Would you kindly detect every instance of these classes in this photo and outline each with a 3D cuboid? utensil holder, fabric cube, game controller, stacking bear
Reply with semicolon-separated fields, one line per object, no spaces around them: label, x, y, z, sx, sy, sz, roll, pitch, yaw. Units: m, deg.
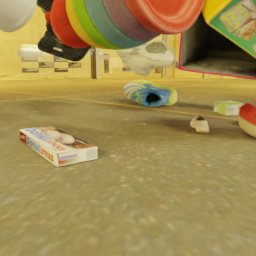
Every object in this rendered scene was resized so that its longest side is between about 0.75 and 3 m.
utensil holder;-2.942;-2.979;6.025;1.224;1.224;1.440;6;-11;26
fabric cube;3.360;-3.127;8.655;2.667;2.617;2.659;15;26;30
game controller;-2.402;-3.125;10.482;2.122;1.107;0.447;21;-14;22
stacking bear;-0.336;-1.997;4.512;1.650;1.546;2.718;6;-1;-40

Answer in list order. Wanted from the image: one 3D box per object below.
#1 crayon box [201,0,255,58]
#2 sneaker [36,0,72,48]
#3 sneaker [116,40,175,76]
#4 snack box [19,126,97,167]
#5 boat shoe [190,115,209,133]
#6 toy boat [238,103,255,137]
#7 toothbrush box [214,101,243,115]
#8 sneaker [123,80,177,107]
crayon box;2.282;-2.179;5.027;2.665;2.299;0.777;19;-43;-30
sneaker;-1.795;-3.117;8.337;1.085;1.254;2.864;-32;55;3
sneaker;0.711;-2.366;9.843;0.965;1.231;2.477;-43;42;-22
snack box;-1.486;0.302;5.625;0.782;0.264;2.175;-9;15;-35
boat shoe;1.937;-0.164;7.506;0.393;0.385;1.110;0;12;-1
toy boat;3.598;-0.397;6.368;2.010;1.314;1.312;3;13;13
toothbrush box;3.608;-0.725;10.037;0.702;0.415;0.964;-1;11;-6
sneaker;0.672;-1.527;12.239;2.782;1.054;1.461;10;16;34
